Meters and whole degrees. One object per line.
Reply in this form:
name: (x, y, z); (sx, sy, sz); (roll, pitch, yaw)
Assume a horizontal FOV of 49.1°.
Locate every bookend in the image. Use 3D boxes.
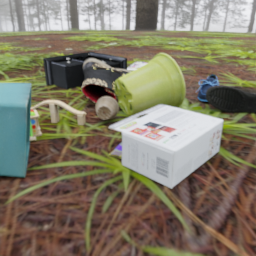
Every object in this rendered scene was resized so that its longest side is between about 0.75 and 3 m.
bookend: (-2.131, -2.822, 14.067); (2.996, 1.380, 2.977); (-22, 32, -39)

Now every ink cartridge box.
ink cartridge box: (0.992, 0.297, 7.421); (2.079, 0.993, 2.368); (20, 31, 39)

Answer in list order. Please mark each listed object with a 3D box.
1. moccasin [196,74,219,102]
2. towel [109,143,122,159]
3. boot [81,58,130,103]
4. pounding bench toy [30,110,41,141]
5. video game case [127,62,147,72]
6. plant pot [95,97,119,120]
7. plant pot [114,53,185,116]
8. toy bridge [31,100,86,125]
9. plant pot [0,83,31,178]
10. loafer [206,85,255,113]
moccasin: (3.549, -1.834, 12.477); (0.996, 0.844, 2.475); (6, 24, 13)
towel: (-0.089, 0.636, 7.806); (0.614, 0.097, 0.855); (11, 26, 24)
boot: (-0.641, -1.760, 11.873); (2.890, 1.057, 2.176); (23, 34, -17)
pounding bench toy: (-3.039, -0.091, 8.641); (0.601, 0.754, 0.967); (-11, 26, -23)
video game case: (1.190, -3.477, 16.714); (2.226, 0.440, 2.456); (7, 25, 15)
plant pot: (-0.767, -0.606, 9.578); (0.834, 0.834, 0.724); (2, 16, 4)
plant pot: (0.668, -1.422, 10.419); (2.001, 2.177, 2.177); (-24, 31, -20)
toy bridge: (-2.552, -0.557, 9.698); (2.288, 0.769, 0.311); (4, 23, 10)
plant pot: (-3.760, -0.077, 6.705); (2.629, 1.858, 1.857); (3, 22, -17)
loafer: (4.319, -1.093, 10.856); (2.676, 0.977, 0.954); (12, 21, 4)
